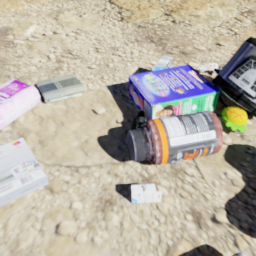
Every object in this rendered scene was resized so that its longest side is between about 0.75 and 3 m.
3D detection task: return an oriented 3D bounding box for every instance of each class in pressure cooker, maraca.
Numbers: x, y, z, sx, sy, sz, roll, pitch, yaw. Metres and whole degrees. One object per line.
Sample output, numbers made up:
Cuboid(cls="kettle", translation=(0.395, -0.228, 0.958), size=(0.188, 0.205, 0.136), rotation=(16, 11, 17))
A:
Cuboid(cls="pressure cooker", translation=(4.555, -1.705, 10.412), size=(2.308, 2.584, 2.272), rotation=(26, 27, -21))
Cuboid(cls="maraca", translation=(3.843, -0.300, 10.060), size=(0.918, 0.716, 1.339), rotation=(12, 41, 4))

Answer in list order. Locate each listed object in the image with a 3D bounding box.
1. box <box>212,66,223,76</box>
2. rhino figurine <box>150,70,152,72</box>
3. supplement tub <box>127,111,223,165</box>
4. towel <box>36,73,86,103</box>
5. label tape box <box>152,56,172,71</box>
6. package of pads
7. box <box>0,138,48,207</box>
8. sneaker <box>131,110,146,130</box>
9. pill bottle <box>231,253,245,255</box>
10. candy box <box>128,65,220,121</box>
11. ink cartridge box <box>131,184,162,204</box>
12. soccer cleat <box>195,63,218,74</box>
Cuboid(cls="box", translation=(4.327, -2.720, 13.425), size=(0.605, 0.187, 0.757), rotation=(6, 40, 10))
Cuboid(cls="rhino figurine", translation=(1.159, -2.531, 13.132), size=(0.892, 0.267, 0.390), rotation=(-29, 47, -29))
Cuboid(cls="supplement tub", translation=(1.399, 0.346, 8.700), size=(2.727, 1.458, 1.458), rotation=(-10, 40, -10))
Cuboid(cls="towel", translation=(-2.907, -1.737, 12.177), size=(1.854, 0.320, 1.785), rotation=(-19, 40, -22))
Cuboid(cls="label tape box", translation=(1.466, -2.371, 12.311), size=(0.482, 1.045, 1.459), rotation=(15, 42, 17))
Cuboid(cls="package of pads", translation=(-4.678, -0.892, 10.641), size=(1.415, 0.888, 2.348), rotation=(22, 44, 21))
Cuboid(cls="box", translation=(-3.548, 1.260, 8.391), size=(1.594, 0.421, 2.044), rotation=(-24, 46, -27))
Cuboid(cls="sneaker", translation=(0.346, -0.038, 9.734), size=(0.601, 0.693, 1.675), rotation=(2, 39, 0))
Cuboid(cls="pill bottle", translation=(2.024, 3.161, 5.880), size=(1.187, 0.668, 0.668), rotation=(-15, 42, -16))
Cuboid(cls="candy box", translation=(1.714, -1.356, 11.044), size=(2.812, 1.083, 2.377), rotation=(-14, 40, -14))
Cuboid(cls="ink cartridge box", translation=(0.491, 1.804, 7.684), size=(0.817, 0.470, 0.277), rotation=(-2, 39, -3))
Cuboid(cls="soccer cleat", translation=(3.690, -2.861, 13.311), size=(1.103, 0.382, 0.428), rotation=(-14, 32, 10))
